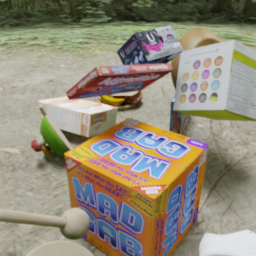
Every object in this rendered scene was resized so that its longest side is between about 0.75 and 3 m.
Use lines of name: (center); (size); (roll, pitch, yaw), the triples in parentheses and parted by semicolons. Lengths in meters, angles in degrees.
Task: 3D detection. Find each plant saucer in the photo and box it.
plant saucer: (2.710, -2.147, 9.951); (2.765, 2.765, 0.490); (-17, 18, -29)

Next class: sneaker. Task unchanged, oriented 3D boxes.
sneaker: (3.074, 2.852, 6.304); (2.856, 1.074, 1.264); (6, 17, 14)

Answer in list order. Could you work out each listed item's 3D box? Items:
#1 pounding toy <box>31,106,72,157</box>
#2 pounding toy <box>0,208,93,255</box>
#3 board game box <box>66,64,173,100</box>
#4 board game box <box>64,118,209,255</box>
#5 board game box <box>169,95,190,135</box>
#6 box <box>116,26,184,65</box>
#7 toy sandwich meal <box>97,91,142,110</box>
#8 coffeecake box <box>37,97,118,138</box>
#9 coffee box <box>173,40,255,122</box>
pounding toy: (-3.006, 0.449, 10.475); (1.078, 1.794, 2.324); (-35, 36, -8)
pounding toy: (-1.612, 3.084, 5.210); (2.252, 1.354, 2.917); (14, 51, -45)
board game box: (-0.137, -1.258, 7.490); (2.758, 0.268, 1.420); (-15, -10, -44)
board game box: (0.244, 1.558, 7.065); (2.459, 2.461, 2.460); (20, 33, 33)
board game box: (2.370, -0.889, 12.256); (0.465, 1.825, 2.696); (11, 35, 19)
box: (0.652, -2.276, 8.259); (1.588, 0.911, 1.049); (-26, -3, -36)
toy sandwich meal: (-0.477, -1.696, 15.048); (2.461, 0.843, 2.461); (0, 28, 0)
coffeecake box: (-2.198, -0.565, 12.254); (2.769, 1.012, 2.125); (15, 17, 25)
coffee box: (2.860, -1.283, 8.616); (1.966, 1.944, 1.963); (10, -3, -35)
